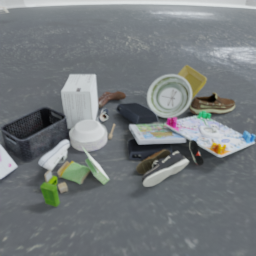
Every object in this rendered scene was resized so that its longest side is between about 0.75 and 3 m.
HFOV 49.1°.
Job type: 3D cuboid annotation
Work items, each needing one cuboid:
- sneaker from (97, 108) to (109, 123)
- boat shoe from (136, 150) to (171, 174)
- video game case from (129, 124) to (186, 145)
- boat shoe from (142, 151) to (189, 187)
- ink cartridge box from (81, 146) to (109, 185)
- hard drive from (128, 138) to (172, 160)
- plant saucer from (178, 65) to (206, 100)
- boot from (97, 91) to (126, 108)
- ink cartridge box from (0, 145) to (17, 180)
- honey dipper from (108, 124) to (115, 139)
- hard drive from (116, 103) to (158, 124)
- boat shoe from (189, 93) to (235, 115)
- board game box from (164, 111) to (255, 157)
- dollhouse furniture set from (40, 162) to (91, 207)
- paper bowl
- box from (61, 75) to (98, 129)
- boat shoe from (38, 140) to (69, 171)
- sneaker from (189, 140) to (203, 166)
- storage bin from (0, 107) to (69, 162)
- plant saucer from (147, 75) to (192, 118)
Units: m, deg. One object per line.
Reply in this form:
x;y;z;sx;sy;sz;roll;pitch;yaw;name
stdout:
-1.158;-0.651;14.059;0.429;0.423;1.080;-24;26;36;sneaker
0.977;1.352;11.000;1.504;0.541;0.511;-25;4;-11;boat shoe
1.230;0.233;12.284;2.068;0.228;1.882;-1;21;-12;video game case
1.290;1.459;10.373;2.264;0.836;0.683;-21;58;-33;boat shoe
-1.299;1.365;10.199;0.324;1.353;0.985;-40;41;-4;ink cartridge box
0.922;0.843;11.868;1.834;0.388;1.237;-2;33;-3;hard drive
3.222;-2.231;15.635;0.505;2.084;2.084;29;16;-37;plant saucer
-1.079;-1.501;15.365;1.491;0.514;1.600;2;27;28;boot
-5.582;1.179;9.966;0.498;2.301;2.259;-30;9;44;ink cartridge box
-0.744;0.143;12.952;0.172;0.172;0.906;7;48;10;honey dipper
0.426;-0.766;13.954;1.407;0.442;2.086;-7;25;-30;hard drive
4.491;-1.313;14.493;2.623;0.970;0.969;-9;38;-20;boat shoe
3.641;0.107;12.383;2.977;0.385;2.977;-12;34;-40;board game box
-2.282;1.731;10.070;1.070;0.827;2.141;12;35;19;dollhouse furniture set
-1.764;0.244;12.387;1.641;0.853;1.641;-1;32;1;paper bowl
-2.275;-1.293;13.621;1.342;2.053;2.043;0;32;1;box
-2.722;1.114;10.870;0.628;0.691;1.879;41;31;0;boat shoe
2.644;0.984;11.145;0.374;1.062;0.496;-22;3;-5;sneaker
-3.978;0.214;12.174;1.645;1.141;2.434;23;38;31;storage bin
2.126;-1.558;14.327;2.316;2.316;0.581;16;-8;23;plant saucer
